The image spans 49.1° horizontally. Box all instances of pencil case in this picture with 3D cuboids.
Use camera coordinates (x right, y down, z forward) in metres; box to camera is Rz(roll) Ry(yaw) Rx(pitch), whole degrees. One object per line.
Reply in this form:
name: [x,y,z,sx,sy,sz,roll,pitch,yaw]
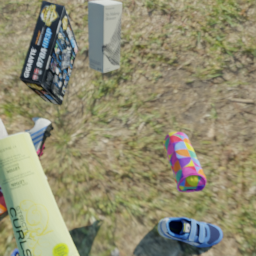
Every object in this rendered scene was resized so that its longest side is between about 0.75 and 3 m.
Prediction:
pencil case: [1.245,0.755,6.371,0.700,0.700,1.584,-4,34,-2]

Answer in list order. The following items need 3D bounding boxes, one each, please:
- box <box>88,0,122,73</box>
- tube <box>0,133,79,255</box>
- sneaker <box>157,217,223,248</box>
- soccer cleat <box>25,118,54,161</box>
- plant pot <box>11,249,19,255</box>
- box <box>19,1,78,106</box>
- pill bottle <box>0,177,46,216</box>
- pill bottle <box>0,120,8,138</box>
box: [-0.483,-1.885,5.810,0.465,1.361,0.559,28,41,32]
tube: [-1.704,1.522,5.090,0.745,0.832,2.869,-14,83,-54]
sneaker: [1.681,2.771,7.479,1.751,0.720,0.647,6,60,2]
soccer cleat: [-2.467,0.403,7.277,0.620,0.502,1.436,26,94,3]
plant pot: [-2.503,3.672,6.888,0.998,0.898,0.998,21,64,11]
box: [-1.786,-1.615,6.738,0.509,2.213,1.759,14,84,-1]
pill bottle: [-3.550,1.644,7.734,2.255,1.288,1.288,-38,68,-19]
pill bottle: [-3.235,0.105,5.492,1.470,2.684,1.470,3,55,-4]
